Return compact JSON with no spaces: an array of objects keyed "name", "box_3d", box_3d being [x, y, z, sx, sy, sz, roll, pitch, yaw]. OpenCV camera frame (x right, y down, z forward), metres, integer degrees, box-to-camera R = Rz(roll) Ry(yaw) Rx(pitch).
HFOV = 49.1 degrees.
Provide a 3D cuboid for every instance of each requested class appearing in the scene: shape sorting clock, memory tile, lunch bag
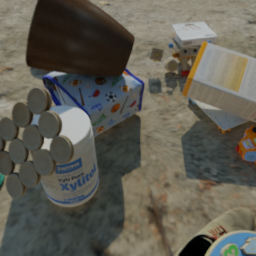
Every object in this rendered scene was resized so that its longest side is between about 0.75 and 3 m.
[{"name":"shape sorting clock","box_3d":[2.483,3.302,5.285,2.590,0.508,2.590,6,64,-13]},{"name":"memory tile","box_3d":[-2.104,0.348,5.823,0.185,2.198,1.685,-11,69,-60]},{"name":"lunch bag","box_3d":[-1.228,-1.267,9.553,2.374,1.729,2.792,-32,61,-27]}]

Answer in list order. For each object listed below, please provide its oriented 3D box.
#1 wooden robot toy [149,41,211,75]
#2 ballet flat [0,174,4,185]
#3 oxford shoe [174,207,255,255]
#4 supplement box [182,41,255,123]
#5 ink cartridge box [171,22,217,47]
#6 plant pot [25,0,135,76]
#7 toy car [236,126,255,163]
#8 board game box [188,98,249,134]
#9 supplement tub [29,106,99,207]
[{"name":"wooden robot toy","box_3d":[2.309,-2.891,11.890,2.953,1.301,1.340,-4,10,-4]},{"name":"ballet flat","box_3d":[-3.726,1.427,7.671,0.502,0.525,1.492,-2,45,-6]},{"name":"oxford shoe","box_3d":[1.949,2.574,6.136,2.782,1.040,0.980,-31,55,-27]},{"name":"supplement box","box_3d":[3.413,-1.485,9.186,2.786,1.024,1.756,23,65,9]},{"name":"ink cartridge box","box_3d":[3.195,-4.634,13.809,1.824,0.408,1.607,-9,46,-9]},{"name":"plant pot","box_3d":[-1.254,-2.559,8.195,2.665,2.491,2.491,17,44,-12]},{"name":"toy car","box_3d":[3.557,0.245,7.740,0.836,2.511,1.232,-13,63,4]},{"name":"board game box","box_3d":[3.568,-0.842,10.112,2.095,0.271,2.095,-20,48,-18]},{"name":"supplement tub","box_3d":[-1.559,0.780,7.035,1.527,2.314,1.527,-1,45,1]}]
